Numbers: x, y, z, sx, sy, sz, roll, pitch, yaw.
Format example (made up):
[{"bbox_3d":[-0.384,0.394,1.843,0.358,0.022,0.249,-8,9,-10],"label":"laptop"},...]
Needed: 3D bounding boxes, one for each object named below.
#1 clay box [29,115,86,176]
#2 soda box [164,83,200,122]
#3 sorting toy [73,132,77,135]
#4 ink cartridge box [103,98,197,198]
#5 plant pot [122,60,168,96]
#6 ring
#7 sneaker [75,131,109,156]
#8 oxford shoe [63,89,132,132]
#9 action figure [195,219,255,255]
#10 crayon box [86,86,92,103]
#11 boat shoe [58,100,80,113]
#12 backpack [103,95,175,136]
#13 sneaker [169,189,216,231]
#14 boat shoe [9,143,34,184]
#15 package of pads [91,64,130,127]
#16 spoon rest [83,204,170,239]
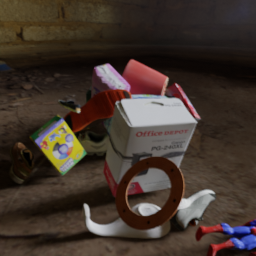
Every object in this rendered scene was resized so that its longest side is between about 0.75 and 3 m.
[{"bbox_3d":[-2.163,0.672,9.123,1.109,1.931,0.459,-44,39,-20],"label":"clay box"},{"bbox_3d":[2.436,-1.035,12.745,0.621,0.685,1.957,12,46,-57],"label":"soda box"},{"bbox_3d":[-2.582,-0.180,13.508,1.071,0.192,1.437,-35,42,-28],"label":"sorting toy"},{"bbox_3d":[0.505,0.583,7.966,1.942,2.674,1.115,-4,40,-21],"label":"ink cartridge box"},{"bbox_3d":[0.762,-1.948,13.525,1.959,2.214,2.214,18,26,9],"label":"plant pot"},{"bbox_3d":[0.428,1.323,5.794,1.588,0.152,1.588,-20,48,24],"label":"ring"},{"bbox_3d":[-1.822,0.559,10.834,2.316,1.025,0.858,-7,43,-8],"label":"sneaker"},{"bbox_3d":[-1.026,-0.613,9.919,2.580,0.918,0.936,-23,-10,10],"label":"oxford shoe"},{"bbox_3d":[2.895,2.590,6.661,2.600,0.672,0.850,-2,28,-17],"label":"action figure"},{"bbox_3d":[-1.671,-1.339,13.756,0.406,1.575,0.990,17,48,10],"label":"crayon box"},{"bbox_3d":[-1.912,-0.761,9.184,0.943,0.293,0.352,24,11,32],"label":"boat shoe"},{"bbox_3d":[0.400,-0.275,10.907,2.710,2.211,2.084,13,33,-14],"label":"backpack"},{"bbox_3d":[1.789,2.235,7.629,1.907,0.705,0.756,-11,57,-39],"label":"sneaker"},{"bbox_3d":[-3.616,1.068,9.782,0.731,0.773,2.150,-44,36,4],"label":"boat shoe"},{"bbox_3d":[-0.850,-1.285,11.961,0.974,2.575,1.551,-27,64,-27],"label":"package of pads"},{"bbox_3d":[-0.031,2.407,7.256,2.357,0.714,1.171,8,21,-17],"label":"spoon rest"}]
